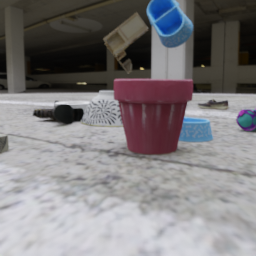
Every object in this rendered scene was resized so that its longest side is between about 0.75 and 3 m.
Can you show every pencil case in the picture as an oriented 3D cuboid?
[{"bbox_3d":[4.891,-0.393,10.745,1.910,0.883,0.813,-8,-21,-48],"label":"pencil case"}]

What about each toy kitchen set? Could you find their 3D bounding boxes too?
[{"bbox_3d":[0.169,-3.493,12.020,1.741,1.574,1.930,-37,4,7],"label":"toy kitchen set"}]

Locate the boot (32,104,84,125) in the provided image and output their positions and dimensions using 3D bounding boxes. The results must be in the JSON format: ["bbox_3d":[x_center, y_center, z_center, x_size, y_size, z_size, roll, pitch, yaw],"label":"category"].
[{"bbox_3d":[-3.361,-0.596,12.546,2.124,0.845,2.439,2,-1,18],"label":"boot"}]

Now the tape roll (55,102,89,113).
[{"bbox_3d":[-2.837,-0.995,14.976,2.093,0.732,2.093,0,8,0],"label":"tape roll"}]

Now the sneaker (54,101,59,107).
[{"bbox_3d":[-4.136,-1.318,17.113,0.477,0.715,1.247,5,8,17],"label":"sneaker"}]

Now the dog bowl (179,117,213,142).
[{"bbox_3d":[1.626,-0.025,9.343,2.432,0.603,1.356,7,12,41],"label":"dog bowl"}]

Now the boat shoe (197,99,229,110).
[{"bbox_3d":[5.772,-1.632,19.065,2.124,0.688,0.764,7,11,36],"label":"boat shoe"}]

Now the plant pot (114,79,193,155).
[{"bbox_3d":[0.643,-0.344,7.359,2.060,1.844,2.060,-1,8,0],"label":"plant pot"}]

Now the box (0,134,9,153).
[{"bbox_3d":[-3.401,0.459,6.821,0.373,0.448,1.090,2,11,11],"label":"box"}]

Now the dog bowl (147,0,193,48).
[{"bbox_3d":[0.945,-2.605,6.719,0.835,1.498,0.371,-32,-30,18],"label":"dog bowl"}]

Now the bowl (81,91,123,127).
[{"bbox_3d":[-0.623,-0.950,12.597,2.995,1.406,2.995,1,9,0],"label":"bowl"}]
